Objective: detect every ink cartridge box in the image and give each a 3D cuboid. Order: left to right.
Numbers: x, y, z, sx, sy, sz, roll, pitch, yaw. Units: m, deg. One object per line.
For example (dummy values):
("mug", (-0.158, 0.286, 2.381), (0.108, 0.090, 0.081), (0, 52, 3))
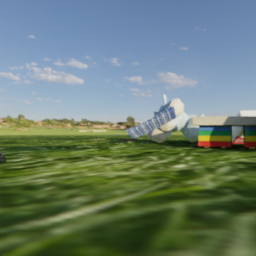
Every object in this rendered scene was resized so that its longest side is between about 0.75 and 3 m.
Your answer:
("ink cartridge box", (5.064, -0.007, 10.764), (1.898, 0.813, 1.401), (-2, -29, 0))

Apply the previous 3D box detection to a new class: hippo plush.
("hippo plush", (2.225, -0.002, 12.443), (2.158, 2.137, 2.683), (29, 6, -8))

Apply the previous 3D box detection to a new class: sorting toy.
("sorting toy", (3.486, 0.148, 8.784), (2.620, 0.917, 2.635), (0, -1, 21))

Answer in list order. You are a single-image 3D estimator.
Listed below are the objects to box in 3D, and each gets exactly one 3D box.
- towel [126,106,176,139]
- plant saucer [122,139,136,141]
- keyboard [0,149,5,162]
("towel", (0.904, -0.157, 10.437), (1.907, 0.227, 1.381), (-27, -16, 7))
("plant saucer", (0.064, 0.640, 15.054), (0.760, 0.131, 0.760), (0, -2, 0))
("keyboard", (-3.068, 0.442, 4.182), (2.158, 0.222, 1.372), (1, 5, -29))
